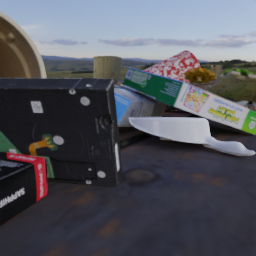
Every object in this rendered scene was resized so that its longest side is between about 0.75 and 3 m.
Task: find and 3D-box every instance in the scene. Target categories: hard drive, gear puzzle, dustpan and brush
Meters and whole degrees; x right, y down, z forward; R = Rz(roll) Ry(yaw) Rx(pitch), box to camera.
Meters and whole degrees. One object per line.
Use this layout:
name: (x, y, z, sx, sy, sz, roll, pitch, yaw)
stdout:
hard drive: (-1.132, 0.055, 3.650, 2.025, 1.415, 0.383, 1, 31, 10)
gear puzzle: (2.717, -1.109, 6.906, 2.843, 0.372, 1.473, 9, -15, -8)
dustpan and brush: (1.315, 0.137, 5.547, 2.327, 0.666, 1.624, 2, 1, 44)

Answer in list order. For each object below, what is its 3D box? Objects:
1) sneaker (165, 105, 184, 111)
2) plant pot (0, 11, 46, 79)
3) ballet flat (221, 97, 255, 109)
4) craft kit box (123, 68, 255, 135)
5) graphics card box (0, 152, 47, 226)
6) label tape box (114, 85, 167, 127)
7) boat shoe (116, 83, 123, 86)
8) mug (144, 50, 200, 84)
sneaker: (1.634, -0.919, 10.094, 0.968, 0.900, 2.241, -46, 45, -16)
plant pot: (-3.432, -0.854, 5.826, 2.694, 2.694, 2.466, -8, 1, -35)
ballet flat: (3.726, -0.825, 8.429, 2.356, 0.861, 0.861, -5, 7, 37)
craft kit box: (1.493, -0.723, 6.969, 2.533, 0.622, 2.565, 12, 12, -27)
graphics card box: (-1.916, 0.729, 2.636, 1.310, 0.531, 2.088, 5, 12, 19)
label tape box: (-0.278, -0.631, 7.159, 1.551, 0.716, 2.165, 30, 18, 37)
boat shoe: (-0.678, -0.843, 9.263, 1.482, 0.548, 0.547, -38, 1, 17)
mug: (1.286, -1.856, 9.631, 1.908, 1.273, 1.694, -31, 47, -9)
